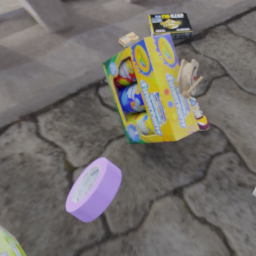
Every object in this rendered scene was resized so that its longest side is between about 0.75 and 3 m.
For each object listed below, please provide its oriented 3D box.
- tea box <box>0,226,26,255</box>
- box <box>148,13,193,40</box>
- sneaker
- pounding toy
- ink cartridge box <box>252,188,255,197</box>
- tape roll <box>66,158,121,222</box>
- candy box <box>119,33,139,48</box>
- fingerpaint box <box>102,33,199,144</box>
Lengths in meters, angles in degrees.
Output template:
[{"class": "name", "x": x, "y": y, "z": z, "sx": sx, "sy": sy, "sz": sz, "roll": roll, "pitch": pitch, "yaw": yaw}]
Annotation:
[{"class": "tea box", "x": -3.201, "y": 3.635, "z": 6.358, "sx": 1.908, "sy": 1.275, "sz": 1.877, "roll": -34, "pitch": 61, "yaw": -22}, {"class": "box", "x": 1.905, "y": -4.654, "z": 12.841, "sx": 1.813, "sy": 0.447, "sz": 1.447, "roll": -4, "pitch": 53, "yaw": -3}, {"class": "sneaker", "x": 2.254, "y": -0.581, "z": 9.737, "sx": 0.594, "sy": 0.714, "sz": 1.585, "roll": -29, "pitch": 59, "yaw": -19}, {"class": "pounding toy", "x": 1.633, "y": -1.174, "z": 7.044, "sx": 0.648, "sy": 0.646, "sz": 1.129, "roll": 7, "pitch": 72, "yaw": 30}, {"class": "ink cartridge box", "x": 4.426, "y": 1.596, "z": 8.319, "sx": 0.809, "sy": 0.477, "sz": 1.406, "roll": 32, "pitch": 60, "yaw": 21}, {"class": "tape roll", "x": -0.750, "y": 1.317, "z": 6.054, "sx": 0.442, "sy": 1.347, "sz": 1.347, "roll": 39, "pitch": 55, "yaw": -19}, {"class": "candy box", "x": 0.030, "y": -3.905, "z": 12.432, "sx": 0.782, "sy": 0.216, "sz": 0.451, "roll": -32, "pitch": 60, "yaw": -21}, {"class": "fingerpaint box", "x": 0.543, "y": -0.978, "z": 8.213, "sx": 1.012, "sy": 2.303, "sz": 2.760, "roll": -22, "pitch": 97, "yaw": -33}]
